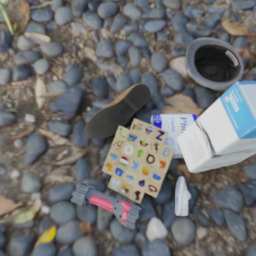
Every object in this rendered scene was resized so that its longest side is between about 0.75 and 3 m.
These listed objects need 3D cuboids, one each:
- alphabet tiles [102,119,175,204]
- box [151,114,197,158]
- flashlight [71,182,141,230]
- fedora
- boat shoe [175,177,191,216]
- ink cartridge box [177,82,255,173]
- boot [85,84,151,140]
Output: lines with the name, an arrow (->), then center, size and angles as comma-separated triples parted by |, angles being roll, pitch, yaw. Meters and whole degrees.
alphabet tiles -> 0.294, 1.058, 9.113 | 2.060, 0.078, 2.476 | 22, 92, 21
box -> 1.580, 0.295, 9.525 | 1.528, 0.801, 1.405 | -2, 73, -1
flashlight -> -0.716, 2.490, 8.892 | 2.197, 0.744, 0.747 | 18, 98, 7
fedora -> 2.976, -2.167, 10.169 | 2.231, 1.007, 1.973 | 2, 75, -10
boat shoe -> 1.810, 2.229, 9.116 | 0.434, 0.441, 1.244 | 8, 75, -11
ink cartridge box -> 3.068, 0.043, 7.793 | 2.129, 2.934, 1.228 | -7, 64, -26
boot -> -0.389, -0.578, 9.843 | 2.657, 1.003, 0.978 | -39, 108, 2
